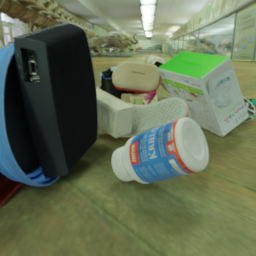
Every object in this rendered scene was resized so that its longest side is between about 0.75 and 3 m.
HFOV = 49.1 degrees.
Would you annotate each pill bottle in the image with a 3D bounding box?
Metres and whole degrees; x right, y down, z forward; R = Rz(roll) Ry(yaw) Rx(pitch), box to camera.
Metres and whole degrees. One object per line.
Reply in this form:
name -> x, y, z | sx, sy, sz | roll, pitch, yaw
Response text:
pill bottle -> 0.535, 0.525, 5.385 | 1.763, 0.989, 0.989 | -23, 0, 38

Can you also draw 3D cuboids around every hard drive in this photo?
hard drive -> -1.274, -0.552, 5.746 | 0.602, 2.843, 1.917 | 7, 29, 19

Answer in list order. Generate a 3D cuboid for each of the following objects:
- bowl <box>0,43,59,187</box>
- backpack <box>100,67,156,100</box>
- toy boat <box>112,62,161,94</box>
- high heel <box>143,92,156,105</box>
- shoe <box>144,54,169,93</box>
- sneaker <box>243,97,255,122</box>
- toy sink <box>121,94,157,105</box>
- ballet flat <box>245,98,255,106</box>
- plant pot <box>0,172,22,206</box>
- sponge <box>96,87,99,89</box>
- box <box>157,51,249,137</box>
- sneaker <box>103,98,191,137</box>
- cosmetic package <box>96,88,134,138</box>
bowl -> -1.886, -0.277, 5.646 | 0.565, 2.880, 2.880 | -3, 17, 10
backpack -> -0.110, -1.838, 12.407 | 2.397, 1.766, 2.626 | -3, 19, -11
toy boat -> 0.304, -1.740, 10.573 | 1.806, 1.179, 1.181 | 10, -26, 6
high heel -> 0.701, -0.917, 8.942 | 0.407, 0.286, 0.849 | -23, -19, -4
shoe -> 1.804, -2.233, 12.465 | 2.698, 0.943, 0.720 | 34, 2, -32
sneaker -> 3.863, -0.830, 10.726 | 0.958, 0.933, 2.406 | 10, 11, -35
toy sink -> 0.400, -0.799, 10.606 | 1.346, 0.877, 0.754 | 1, 18, -1
ballet flat -> 5.691, -1.194, 12.832 | 0.342, 0.342, 0.951 | -10, 21, -29
plant pot -> -3.283, -0.103, 5.781 | 2.185, 2.479, 2.477 | -3, 21, 12
sponge -> -2.818, -1.914, 14.992 | 2.560, 0.382, 1.428 | -2, 17, -5
box -> 2.367, -1.174, 9.164 | 1.196, 2.184, 2.475 | -36, 27, -8
sneaker -> 0.609, -0.218, 8.739 | 2.810, 1.058, 1.469 | -8, -12, 24
cosmetic package -> -0.607, -0.447, 7.705 | 0.577, 0.817, 1.579 | -18, 37, -40
